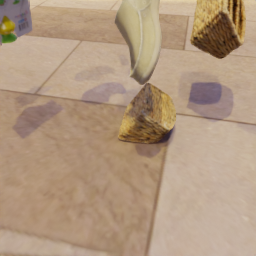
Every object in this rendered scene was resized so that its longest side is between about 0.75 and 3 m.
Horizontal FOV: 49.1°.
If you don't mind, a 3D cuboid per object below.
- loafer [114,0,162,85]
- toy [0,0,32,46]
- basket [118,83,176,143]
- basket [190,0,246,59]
[{"bbox_3d":[0.164,-2.214,6.099,0.915,1.014,2.679,5,74,-11],"label":"loafer"},{"bbox_3d":[-3.029,-3.211,6.085,0.655,2.773,1.597,25,48,20],"label":"toy"},{"bbox_3d":[0.563,-0.249,7.600,1.093,1.141,1.532,30,38,-15],"label":"basket"},{"bbox_3d":[2.585,-2.920,7.196,1.331,1.390,1.865,22,62,-15],"label":"basket"}]
